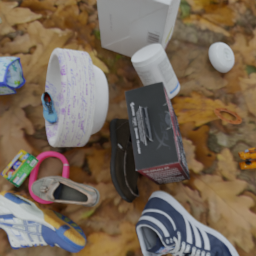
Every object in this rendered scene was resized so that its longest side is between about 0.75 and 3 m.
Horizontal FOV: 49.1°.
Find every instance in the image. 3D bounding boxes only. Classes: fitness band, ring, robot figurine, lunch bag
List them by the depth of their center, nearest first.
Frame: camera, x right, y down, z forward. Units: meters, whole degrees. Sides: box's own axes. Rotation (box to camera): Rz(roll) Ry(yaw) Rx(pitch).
[{"bbox_3d":[-2.282,1.422,8.087,1.077,0.281,1.499,5,74,1],"label":"fitness band"},{"bbox_3d":[3.773,0.864,8.155,1.034,0.301,0.749,-11,113,5],"label":"robot figurine"},{"bbox_3d":[-4.112,-1.500,8.518,1.428,1.680,1.070,-6,113,0],"label":"lunch bag"},{"bbox_3d":[3.107,-0.400,8.693,0.885,0.085,0.885,11,32,-7],"label":"ring"}]

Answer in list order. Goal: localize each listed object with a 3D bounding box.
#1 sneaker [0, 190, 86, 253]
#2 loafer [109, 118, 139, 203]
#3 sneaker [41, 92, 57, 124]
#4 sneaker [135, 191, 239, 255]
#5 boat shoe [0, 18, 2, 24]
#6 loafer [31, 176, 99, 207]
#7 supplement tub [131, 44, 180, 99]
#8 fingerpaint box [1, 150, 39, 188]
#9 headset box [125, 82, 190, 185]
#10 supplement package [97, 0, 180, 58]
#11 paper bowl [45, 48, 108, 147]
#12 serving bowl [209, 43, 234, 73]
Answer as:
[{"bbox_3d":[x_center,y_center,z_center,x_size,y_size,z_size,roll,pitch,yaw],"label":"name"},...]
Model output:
[{"bbox_3d":[-2.408,2.712,7.356,2.717,1.023,1.197,22,79,17],"label":"sneaker"},{"bbox_3d":[0.031,0.800,7.908,0.904,0.925,2.535,-15,67,18],"label":"loafer"},{"bbox_3d":[-2.333,-0.601,8.162,0.387,0.444,0.986,-16,83,-15],"label":"sneaker"},{"bbox_3d":[1.370,2.867,6.753,2.726,0.955,1.479,39,35,10],"label":"sneaker"},{"bbox_3d":[-4.758,-3.709,9.272,1.066,0.354,0.394,6,56,-9],"label":"boat shoe"},{"bbox_3d":[-1.755,1.688,7.472,1.953,0.614,0.702,7,82,13],"label":"loafer"},{"bbox_3d":[0.852,-1.624,8.448,1.001,1.518,1.001,-22,33,15],"label":"supplement tub"},{"bbox_3d":[-3.080,1.125,7.947,0.759,0.334,0.910,13,61,48],"label":"fingerpaint box"},{"bbox_3d":[0.791,0.243,7.215,1.016,2.709,2.013,-13,69,13],"label":"headset box"},{"bbox_3d":[0.354,-3.624,8.766,2.170,2.787,1.545,21,70,7],"label":"supplement package"},{"bbox_3d":[-1.449,-0.791,7.795,1.374,2.641,2.641,1,67,-24],"label":"paper bowl"},{"bbox_3d":[3.174,-2.381,9.312,1.040,0.342,1.040,7,75,-29],"label":"serving bowl"}]
